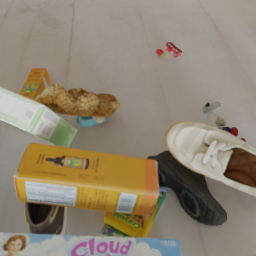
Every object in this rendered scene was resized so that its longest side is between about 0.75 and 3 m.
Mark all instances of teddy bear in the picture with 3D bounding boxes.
[{"bbox_3d":[-1.226,-0.527,6.762,1.505,2.076,0.693,-14,73,38],"label":"teddy bear"}]

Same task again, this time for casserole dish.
[{"bbox_3d":[-0.975,-0.329,7.551,0.871,0.169,0.528,-15,50,-13],"label":"casserole dish"}]

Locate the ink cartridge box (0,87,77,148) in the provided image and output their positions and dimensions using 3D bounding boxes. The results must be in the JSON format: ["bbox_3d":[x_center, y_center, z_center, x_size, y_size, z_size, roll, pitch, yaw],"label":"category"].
[{"bbox_3d":[-2.709,-0.412,6.294,2.697,1.962,0.647,23,81,14],"label":"ink cartridge box"}]

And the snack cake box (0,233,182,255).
[{"bbox_3d":[-0.629,2.520,4.024,2.878,0.967,1.655,3,38,-3],"label":"snack cake box"}]

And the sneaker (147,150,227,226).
[{"bbox_3d":[1.303,1.112,5.831,0.913,0.764,2.012,-26,53,-29],"label":"sneaker"}]

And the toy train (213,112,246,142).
[{"bbox_3d":[2.099,0.323,6.198,0.550,1.300,0.752,-12,47,43],"label":"toy train"}]

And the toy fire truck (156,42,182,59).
[{"bbox_3d":[1.355,-2.517,9.313,0.203,0.588,0.834,-20,58,-41],"label":"toy fire truck"}]

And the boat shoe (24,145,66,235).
[{"bbox_3d":[-1.663,1.161,5.739,0.836,0.693,2.328,-7,44,-4],"label":"boat shoe"}]

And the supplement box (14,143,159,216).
[{"bbox_3d":[-0.713,0.957,5.134,2.444,0.841,0.813,10,42,-7],"label":"supplement box"}]

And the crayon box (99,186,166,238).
[{"bbox_3d":[0.112,1.645,5.569,0.837,0.343,1.331,21,51,19],"label":"crayon box"}]

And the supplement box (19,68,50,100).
[{"bbox_3d":[-2.694,-1.104,8.063,0.490,0.506,1.472,0,49,4],"label":"supplement box"}]

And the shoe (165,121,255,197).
[{"bbox_3d":[2.042,0.624,5.238,2.826,0.754,0.988,26,79,-3],"label":"shoe"}]

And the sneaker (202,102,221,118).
[{"bbox_3d":[2.098,-0.538,7.017,0.779,0.291,0.320,-35,95,-48],"label":"sneaker"}]
